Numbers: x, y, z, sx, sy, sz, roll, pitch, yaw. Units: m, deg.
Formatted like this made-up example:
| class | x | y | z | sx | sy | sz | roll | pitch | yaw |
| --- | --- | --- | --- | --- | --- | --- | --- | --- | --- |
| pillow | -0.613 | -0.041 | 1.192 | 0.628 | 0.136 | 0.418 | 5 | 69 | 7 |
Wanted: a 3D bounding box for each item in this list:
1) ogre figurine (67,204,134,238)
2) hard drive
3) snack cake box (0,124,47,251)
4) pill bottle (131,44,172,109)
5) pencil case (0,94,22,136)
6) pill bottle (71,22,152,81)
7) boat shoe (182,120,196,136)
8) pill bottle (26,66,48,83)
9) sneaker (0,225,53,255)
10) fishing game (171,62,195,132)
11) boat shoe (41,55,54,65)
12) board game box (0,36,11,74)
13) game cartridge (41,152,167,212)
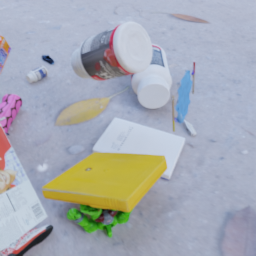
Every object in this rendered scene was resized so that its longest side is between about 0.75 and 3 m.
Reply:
| class | x | y | z | sx | sy | sz | roll | pitch | yaw |
| --- | --- | --- | --- | --- | --- | --- | --- | --- | --- |
| ogre figurine | -0.651 | 2.400 | 7.739 | 1.886 | 1.131 | 0.925 | -26 | 45 | -26 |
| hard drive | 0.415 | 0.659 | 10.125 | 2.837 | 0.360 | 1.871 | 17 | 46 | 17 |
| snack cake box | -2.852 | 1.223 | 5.755 | 0.784 | 2.334 | 1.342 | -25 | 1 | 33 |
| pill bottle | 0.979 | -2.247 | 12.207 | 1.723 | 1.723 | 2.881 | -1 | 44 | -1 |
| pencil case | -4.794 | -0.500 | 10.908 | 0.941 | 0.971 | 2.073 | 13 | 43 | -11 |
| pill bottle | -0.631 | -2.206 | 8.599 | 2.557 | 1.415 | 1.415 | -1 | 33 | 46 |
| boat shoe | 2.382 | -0.019 | 10.909 | 0.271 | 0.296 | 0.824 | -10 | 44 | -19 |
| pill bottle | -4.364 | -2.535 | 13.375 | 0.537 | 0.537 | 0.968 | 29 | 50 | 27 |
| sneaker | -2.818 | 2.942 | 7.636 | 1.417 | 0.473 | 0.760 | -35 | 56 | -28 |
| fishing game | 1.208 | -0.690 | 6.290 | 0.265 | 1.223 | 1.707 | 11 | 44 | 23 |
| boat shoe | -4.194 | -3.667 | 14.714 | 0.994 | 0.341 | 0.418 | 29 | 51 | 27 |
| board game box | -4.777 | -2.289 | 8.727 | 1.506 | 1.507 | 1.506 | 22 | -3 | -15 |
| game cartridge | -0.572 | 1.414 | 8.044 | 2.872 | 0.466 | 2.532 | 0 | 20 | 32 |
